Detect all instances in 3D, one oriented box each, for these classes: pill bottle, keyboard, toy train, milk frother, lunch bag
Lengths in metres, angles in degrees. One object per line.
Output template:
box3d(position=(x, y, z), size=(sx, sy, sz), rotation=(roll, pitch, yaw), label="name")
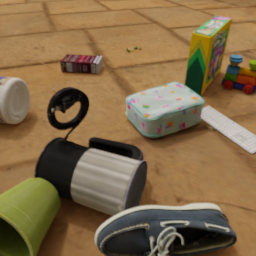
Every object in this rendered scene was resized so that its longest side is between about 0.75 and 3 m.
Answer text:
box3d(position=(-4.848, -1.026, 9.462), size=(2.569, 1.537, 1.537), rotation=(7, 36, 9), label="pill bottle")
box3d(position=(3.284, -0.014, 9.245), size=(0.729, 0.138, 2.591), rotation=(-19, 39, -24), label="keyboard")
box3d(position=(5.001, -2.091, 11.159), size=(2.254, 1.304, 0.954), rotation=(18, 40, 24), label="toy train")
box3d(position=(-0.737, 0.550, 6.361), size=(2.256, 2.399, 2.165), rotation=(13, 50, 18), label="milk frother")
box3d(position=(1.217, -0.680, 9.490), size=(2.403, 0.926, 1.927), rotation=(-18, 38, -23), label="lunch bag")

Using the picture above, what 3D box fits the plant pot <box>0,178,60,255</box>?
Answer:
box3d(position=(-2.182, 1.808, 5.659), size=(1.634, 1.634, 1.551), rotation=(10, 25, 13), label="plant pot")

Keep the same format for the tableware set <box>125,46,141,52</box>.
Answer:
box3d(position=(0.289, -4.309, 15.310), size=(0.866, 0.133, 0.583), rotation=(-10, 37, -15), label="tableware set")

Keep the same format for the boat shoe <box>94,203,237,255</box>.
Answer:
box3d(position=(0.761, 2.160, 5.479), size=(2.763, 1.035, 0.854), rotation=(1, 23, -15), label="boat shoe")

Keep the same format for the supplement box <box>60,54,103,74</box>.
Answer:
box3d(position=(-2.156, -2.990, 13.087), size=(1.775, 0.540, 0.966), rotation=(5, 36, 6), label="supplement box")

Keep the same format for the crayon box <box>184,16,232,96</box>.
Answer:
box3d(position=(3.265, -3.011, 11.488), size=(0.816, 2.415, 2.799), rotation=(19, 40, 25), label="crayon box")
